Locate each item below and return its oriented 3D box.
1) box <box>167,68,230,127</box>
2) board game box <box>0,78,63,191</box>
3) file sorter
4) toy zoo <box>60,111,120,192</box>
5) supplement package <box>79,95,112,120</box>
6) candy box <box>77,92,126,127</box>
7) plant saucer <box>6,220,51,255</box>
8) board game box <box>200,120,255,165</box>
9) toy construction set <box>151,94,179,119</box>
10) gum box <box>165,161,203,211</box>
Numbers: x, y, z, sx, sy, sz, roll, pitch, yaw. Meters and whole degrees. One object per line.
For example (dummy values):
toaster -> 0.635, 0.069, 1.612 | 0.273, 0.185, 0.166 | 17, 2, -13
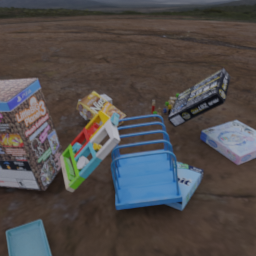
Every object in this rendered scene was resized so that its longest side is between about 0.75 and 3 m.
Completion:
box -> 2.513, -1.060, 9.992 | 2.114, 0.519, 1.704 | -31, 21, 41
board game box -> -3.490, 0.220, 8.162 | 2.323, 2.914, 1.411 | 1, 32, 18
file sorter -> 0.414, 0.844, 8.147 | 1.763, 1.558, 2.540 | -8, 25, 2
toy zoo -> -0.925, 0.426, 6.993 | 0.212, 2.075, 1.361 | 35, 13, -34
supplement package -> -1.485, -0.964, 12.908 | 1.347, 0.738, 0.766 | -16, 33, -26
candy box -> -1.133, -0.660, 11.800 | 1.815, 0.502, 1.048 | 38, 47, 11
plant saucer -> -2.100, 3.093, 6.171 | 0.881, 0.239, 2.521 | -13, 33, -23
board game box -> 4.137, 0.482, 10.636 | 1.940, 0.421, 1.931 | -15, 32, -25
toy construction set -> 1.858, -1.023, 12.485 | 1.645, 1.264, 1.372 | 7, 30, 13
gum box -> 1.323, 1.640, 8.575 | 1.434, 0.376, 1.688 | 14, 33, 29
